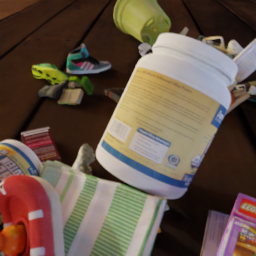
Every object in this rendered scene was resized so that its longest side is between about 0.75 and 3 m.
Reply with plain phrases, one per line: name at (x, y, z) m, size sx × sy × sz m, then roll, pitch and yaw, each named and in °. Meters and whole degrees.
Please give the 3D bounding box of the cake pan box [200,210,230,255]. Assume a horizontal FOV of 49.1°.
cake pan box at (2.196, 2.697, 4.174) m, size 2.398 × 0.681 × 2.604 m, roll 10°, pitch 36°, yaw 18°

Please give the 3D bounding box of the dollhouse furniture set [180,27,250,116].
dollhouse furniture set at (2.343, -1.782, 9.272) m, size 2.736 × 1.410 × 2.707 m, roll 45°, pitch 22°, yaw -5°

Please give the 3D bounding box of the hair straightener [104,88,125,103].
hair straightener at (0.103, -0.853, 9.515) m, size 0.992 × 0.527 × 2.577 m, roll -12°, pitch 28°, yaw -40°

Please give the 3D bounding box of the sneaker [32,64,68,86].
sneaker at (-3.035, -2.226, 11.151) m, size 1.899 × 0.703 × 0.793 m, roll 24°, pitch 45°, yaw 30°

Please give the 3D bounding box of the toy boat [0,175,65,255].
toy boat at (-1.814, 1.714, 4.329) m, size 1.296 × 1.294 × 1.983 m, roll 13°, pitch 56°, yaw -43°

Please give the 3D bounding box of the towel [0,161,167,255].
towel at (-0.814, 1.785, 5.057) m, size 2.601 × 0.304 × 1.984 m, roll 14°, pitch 66°, yaw 19°

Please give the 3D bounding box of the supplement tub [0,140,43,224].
supplement tub at (-2.765, 1.231, 5.665) m, size 1.329 × 1.329 × 1.837 m, roll 17°, pitch 39°, yaw 23°

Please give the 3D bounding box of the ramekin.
ramekin at (4.516, -2.501, 10.784) m, size 0.808 × 1.736 × 1.736 m, roll 47°, pitch 48°, yaw 5°

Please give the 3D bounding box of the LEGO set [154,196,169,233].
LEGO set at (0.110, 1.744, 5.461) m, size 1.789 × 0.734 × 0.682 m, roll -12°, pitch 37°, yaw -17°

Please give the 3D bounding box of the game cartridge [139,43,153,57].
game cartridge at (1.447, -1.779, 9.626) m, size 0.521 × 1.718 × 2.577 m, roll -41°, pitch 52°, yaw 7°

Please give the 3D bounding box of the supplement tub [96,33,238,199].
supplement tub at (0.814, -0.233, 5.943) m, size 2.101 × 2.905 × 2.101 m, roll 26°, pitch 5°, yaw -2°

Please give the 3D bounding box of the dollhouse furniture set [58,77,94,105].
dollhouse furniture set at (-1.861, -1.187, 10.052) m, size 0.801 × 0.614 × 1.223 m, roll 1°, pitch 58°, yaw 24°

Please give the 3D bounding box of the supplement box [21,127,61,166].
supplement box at (-2.291, 0.602, 7.341) m, size 0.790 × 0.442 × 1.451 m, roll -13°, pitch 36°, yaw -19°

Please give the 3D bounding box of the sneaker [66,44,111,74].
sneaker at (-1.681, -2.936, 11.783) m, size 1.878 × 1.134 × 0.785 m, roll -7°, pitch 36°, yaw -9°

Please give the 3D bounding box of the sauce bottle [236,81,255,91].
sauce bottle at (4.542, -1.565, 10.535) m, size 0.987 × 0.319 × 0.319 m, roll -8°, pitch 36°, yaw -13°

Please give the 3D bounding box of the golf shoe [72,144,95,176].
golf shoe at (-1.181, 0.865, 6.899) m, size 0.597 × 0.481 × 1.228 m, roll -33°, pitch 24°, yaw 21°

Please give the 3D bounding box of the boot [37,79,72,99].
boot at (-2.693, -1.501, 10.388) m, size 0.868 × 0.450 × 1.329 m, roll 9°, pitch 34°, yaw 22°

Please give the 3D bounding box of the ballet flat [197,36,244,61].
ballet flat at (4.413, -3.614, 12.890) m, size 2.908 × 1.079 × 1.079 m, roll 22°, pitch 41°, yaw 28°

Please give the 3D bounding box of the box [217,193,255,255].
box at (2.671, 2.214, 3.810) m, size 2.821 × 0.551 × 1.930 m, roll 19°, pitch 39°, yaw 24°

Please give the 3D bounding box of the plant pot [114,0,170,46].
plant pot at (0.916, -5.649, 14.760) m, size 2.642 × 2.642 × 2.429 m, roll -16°, pitch 49°, yaw -21°

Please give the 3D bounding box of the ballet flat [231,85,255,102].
ballet flat at (4.152, -1.224, 9.839) m, size 1.479 × 0.506 × 0.503 m, roll 11°, pitch 26°, yaw 11°
